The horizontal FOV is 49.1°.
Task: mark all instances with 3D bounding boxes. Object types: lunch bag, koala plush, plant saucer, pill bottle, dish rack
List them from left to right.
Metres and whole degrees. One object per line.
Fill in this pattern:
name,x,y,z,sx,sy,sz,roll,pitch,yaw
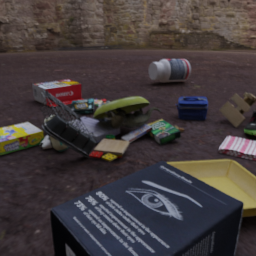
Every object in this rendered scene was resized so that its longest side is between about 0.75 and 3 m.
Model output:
dish rack,-2.351,-0.273,10.398,0.748,2.104,2.743,-46,41,4
koala plush,-1.123,-0.727,13.463,0.962,1.047,0.928,16,26,36
plant saucer,-0.325,-0.896,12.164,2.518,0.391,2.518,-14,-4,-1
pill bottle,3.216,-4.489,22.026,2.989,1.787,1.787,-7,22,-27
lunch bag,3.223,-1.086,14.261,1.602,1.060,1.088,2,25,10
plant saucer,2.462,1.687,7.623,2.430,0.589,2.431,-1,21,-16

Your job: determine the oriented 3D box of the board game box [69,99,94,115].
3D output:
board game box,-2.550,-1.193,15.653,1.311,0.273,1.939,-6,22,-4

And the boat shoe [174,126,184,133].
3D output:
boat shoe,2.119,0.046,12.522,0.759,0.280,0.287,0,21,0

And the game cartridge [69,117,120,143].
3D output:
game cartridge,-1.699,0.067,12.311,2.358,0.453,1.529,16,31,38

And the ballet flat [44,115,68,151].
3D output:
ballet flat,-2.967,-0.040,11.463,0.953,0.953,2.743,-9,27,-23

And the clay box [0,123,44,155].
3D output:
clay box,-4.792,0.474,10.946,2.518,0.599,1.447,-18,27,-38

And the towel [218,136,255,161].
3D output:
towel,4.621,0.757,10.641,2.042,0.306,1.495,12,23,28

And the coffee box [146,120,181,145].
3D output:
coffee box,1.415,0.149,11.911,0.978,0.350,1.590,-20,25,-13

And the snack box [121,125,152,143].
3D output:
snack box,0.363,0.241,11.713,1.318,0.160,0.474,-29,29,-24

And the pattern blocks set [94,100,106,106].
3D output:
pattern blocks set,-1.876,-1.530,16.885,1.127,0.104,1.282,0,21,0

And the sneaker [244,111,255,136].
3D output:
sneaker,5.768,-0.345,12.384,1.008,1.100,2.627,10,23,24

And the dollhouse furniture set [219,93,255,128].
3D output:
dollhouse furniture set,5.710,-0.805,13.608,1.575,1.498,1.284,16,32,-43

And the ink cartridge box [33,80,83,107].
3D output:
ink cartridge box,-4.184,-2.177,17.247,2.497,1.047,2.192,-17,28,-39

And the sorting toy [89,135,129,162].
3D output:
sorting toy,-0.606,0.833,10.299,1.054,0.370,2.187,5,20,13

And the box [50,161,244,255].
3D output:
box,0.382,2.094,5.361,2.987,1.558,2.210,-15,26,-35

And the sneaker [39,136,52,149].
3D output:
sneaker,-3.296,0.574,11.072,0.461,0.362,0.928,-19,20,-14

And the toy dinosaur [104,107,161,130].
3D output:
toy dinosaur,0.169,-0.368,12.085,2.723,1.048,1.393,3,22,-16
